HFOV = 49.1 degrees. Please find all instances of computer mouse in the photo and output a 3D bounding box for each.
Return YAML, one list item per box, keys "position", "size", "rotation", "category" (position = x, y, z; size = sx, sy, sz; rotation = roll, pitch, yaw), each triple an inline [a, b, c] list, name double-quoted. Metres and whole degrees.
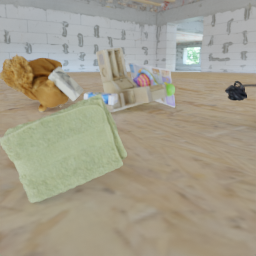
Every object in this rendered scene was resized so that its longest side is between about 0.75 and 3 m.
- position: [3.844, -0.875, 6.913]
  size: [2.725, 0.598, 1.494]
  rotation: [-2, 1, 11]
  category: "computer mouse"

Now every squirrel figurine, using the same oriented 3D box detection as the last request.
- position: [-3.501, -1.622, 10.581]
  size: [2.637, 1.866, 2.461]
  rotation: [17, 21, -36]
  category: "squirrel figurine"

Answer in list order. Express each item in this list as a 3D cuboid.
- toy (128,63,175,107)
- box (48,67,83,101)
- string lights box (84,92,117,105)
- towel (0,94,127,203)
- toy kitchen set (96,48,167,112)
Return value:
- position: [0.764, -1.738, 11.520]
  size: [0.637, 1.554, 2.699]
  rotation: [-29, 31, -27]
  category: "toy"
- position: [-2.226, -1.579, 10.079]
  size: [0.412, 1.205, 0.495]
  rotation: [-38, 17, 33]
  category: "box"
- position: [-0.888, -0.967, 9.159]
  size: [0.994, 0.293, 0.511]
  rotation: [6, 16, 11]
  category: "string lights box"
- position: [-0.804, 0.277, 3.775]
  size: [1.465, 1.087, 0.267]
  rotation: [-24, 12, -16]
  category: "towel"
- position: [-0.294, -1.840, 10.141]
  size: [1.985, 2.195, 2.433]
  rotation: [-21, 15, -38]
  category: "toy kitchen set"
